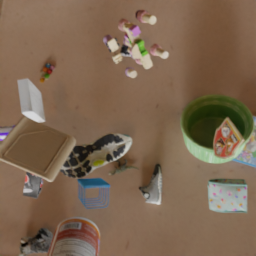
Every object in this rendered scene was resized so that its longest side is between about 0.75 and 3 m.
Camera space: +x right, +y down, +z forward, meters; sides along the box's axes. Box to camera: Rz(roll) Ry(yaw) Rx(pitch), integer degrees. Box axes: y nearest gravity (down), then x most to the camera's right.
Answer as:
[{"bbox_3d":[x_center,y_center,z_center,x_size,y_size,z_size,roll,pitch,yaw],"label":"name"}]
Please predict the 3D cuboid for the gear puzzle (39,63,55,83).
[{"bbox_3d":[-3.707,-2.463,12.563,0.507,0.128,0.978,27,80,5],"label":"gear puzzle"}]

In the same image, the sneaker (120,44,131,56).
[{"bbox_3d":[-0.043,-3.124,11.255,0.298,0.790,0.449,21,113,27],"label":"sneaker"}]

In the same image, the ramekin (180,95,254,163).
[{"bbox_3d":[3.413,0.089,11.029,2.668,1.303,2.668,-5,54,7],"label":"ramekin"}]

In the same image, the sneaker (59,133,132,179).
[{"bbox_3d":[-1.142,0.922,9.488,2.852,1.136,1.105,-19,91,19],"label":"sneaker"}]

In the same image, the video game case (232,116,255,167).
[{"bbox_3d":[5.791,0.732,11.694,2.820,0.251,2.018,17,89,3],"label":"video game case"}]

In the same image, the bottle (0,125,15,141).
[{"bbox_3d":[-4.004,0.185,9.169,1.351,0.564,0.441,-5,72,21],"label":"bottle"}]

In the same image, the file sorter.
[{"bbox_3d":[-1.119,2.031,8.809,0.802,1.156,0.709,2,90,-20],"label":"file sorter"}]

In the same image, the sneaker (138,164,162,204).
[{"bbox_3d":[0.894,2.270,11.390,0.937,0.609,1.623,1,80,2],"label":"sneaker"}]

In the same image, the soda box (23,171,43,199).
[{"bbox_3d":[-2.931,1.532,8.793,0.501,0.448,1.416,15,118,-7],"label":"soda box"}]

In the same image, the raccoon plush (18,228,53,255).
[{"bbox_3d":[-3.352,4.789,10.800,1.809,0.875,1.212,44,90,8],"label":"raccoon plush"}]

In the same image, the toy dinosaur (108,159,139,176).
[{"bbox_3d":[-0.240,1.604,11.676,1.271,0.302,0.560,-13,94,-3],"label":"toy dinosaur"}]

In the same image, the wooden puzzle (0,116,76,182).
[{"bbox_3d":[-2.592,0.578,7.986,1.750,0.326,1.619,26,47,-1],"label":"wooden puzzle"}]

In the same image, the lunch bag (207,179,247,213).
[{"bbox_3d":[3.132,2.139,8.907,1.161,0.708,0.989,-2,98,16],"label":"lunch bag"}]

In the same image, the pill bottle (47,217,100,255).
[{"bbox_3d":[-1.686,4.078,8.242,1.540,2.746,1.540,0,111,-1],"label":"pill bottle"}]

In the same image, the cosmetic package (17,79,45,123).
[{"bbox_3d":[-3.223,-0.866,9.402,0.377,1.460,1.101,-9,78,-3],"label":"cosmetic package"}]

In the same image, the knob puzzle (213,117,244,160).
[{"bbox_3d":[3.063,0.455,9.008,0.191,1.377,1.377,9,78,-20],"label":"knob puzzle"}]

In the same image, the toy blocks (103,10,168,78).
[{"bbox_3d":[0.064,-2.670,8.879,1.726,1.613,1.453,-34,41,-6],"label":"toy blocks"}]
